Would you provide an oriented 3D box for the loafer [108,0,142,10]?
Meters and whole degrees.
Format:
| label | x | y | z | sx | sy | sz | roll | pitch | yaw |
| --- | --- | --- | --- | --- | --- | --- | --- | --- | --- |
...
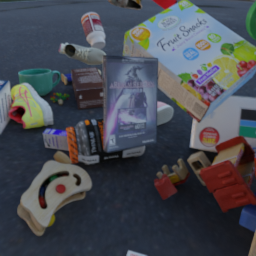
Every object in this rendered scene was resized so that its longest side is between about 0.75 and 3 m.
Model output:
| label | x | y | z | sx | sy | sz | roll | pitch | yaw |
| --- | --- | --- | --- | --- | --- | --- | --- | --- | --- |
| loafer | -0.084 | -5.409 | 11.977 | 1.740 | 0.626 | 0.547 | -11 | 45 | -46 |

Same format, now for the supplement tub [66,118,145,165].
| label | x | y | z | sx | sy | sz | roll | pitch | yaw |
| --- | --- | --- | --- | --- | --- | --- | --- | --- | --- |
| supplement tub | -0.685 | 0.358 | 8.331 | 2.169 | 1.329 | 1.329 | -10 | 32 | -14 |

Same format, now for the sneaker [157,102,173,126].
| label | x | y | z | sx | sy | sz | roll | pitch | yaw |
| --- | --- | --- | --- | --- | --- | --- | --- | --- | --- |
| sneaker | 0.422 | -0.508 | 10.228 | 2.342 | 0.882 | 1.224 | -17 | 35 | -34 |

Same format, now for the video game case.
| label | x | y | z | sx | sy | sz | roll | pitch | yaw |
| --- | --- | --- | --- | --- | --- | --- | --- | --- | --- |
| video game case | 0.066 | -0.443 | 5.078 | 1.177 | 1.648 | 0.156 | -8 | 14 | -37 |

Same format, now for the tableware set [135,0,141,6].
| label | x | y | z | sx | sy | sz | roll | pitch | yaw |
| --- | --- | --- | --- | --- | --- | --- | --- | --- | --- |
| tableware set | 0.215 | -5.409 | 10.984 | 0.194 | 0.853 | 1.267 | -34 | 68 | -2 |

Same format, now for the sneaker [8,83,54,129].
| label | x | y | z | sx | sy | sz | roll | pitch | yaw |
| --- | --- | --- | --- | --- | --- | --- | --- | --- | --- |
| sneaker | -3.976 | -0.833 | 10.556 | 1.286 | 1.113 | 2.849 | -25 | 40 | -31 |

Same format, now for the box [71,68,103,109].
| label | x | y | z | sx | sy | sz | roll | pitch | yaw |
| --- | --- | --- | --- | --- | --- | --- | --- | --- | --- |
| box | -1.750 | -1.810 | 12.343 | 1.271 | 0.951 | 2.538 | -7 | 30 | -12 |

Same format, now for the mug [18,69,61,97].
| label | x | y | z | sx | sy | sz | roll | pitch | yaw |
| --- | --- | --- | --- | --- | --- | --- | --- | --- | --- |
| mug | -3.918 | -1.980 | 12.414 | 1.667 | 1.031 | 1.370 | 0 | 23 | 0 |

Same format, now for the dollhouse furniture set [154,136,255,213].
| label | x | y | z | sx | sy | sz | roll | pitch | yaw |
| --- | --- | --- | --- | --- | --- | --- | --- | --- | --- |
| dollhouse furniture set | 1.708 | 1.251 | 6.516 | 2.487 | 1.011 | 1.338 | -31 | 4 | 41 |

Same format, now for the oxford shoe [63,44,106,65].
| label | x | y | z | sx | sy | sz | roll | pitch | yaw |
| --- | --- | --- | --- | --- | --- | --- | --- | --- | --- |
| oxford shoe | -0.996 | -1.654 | 6.291 | 1.021 | 0.384 | 0.295 | 15 | 11 | 4 |

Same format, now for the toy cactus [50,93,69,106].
| label | x | y | z | sx | sy | sz | roll | pitch | yaw |
| --- | --- | --- | --- | --- | --- | --- | --- | --- | --- |
| toy cactus | -2.906 | -1.198 | 11.946 | 0.810 | 0.414 | 0.668 | -4 | 50 | -12 |

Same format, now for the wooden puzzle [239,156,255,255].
| label | x | y | z | sx | sy | sz | roll | pitch | yaw |
| --- | --- | --- | --- | --- | --- | --- | --- | --- | --- |
| wooden puzzle | 3.066 | 1.023 | 5.727 | 0.680 | 2.938 | 2.722 | 18 | 35 | 39 |

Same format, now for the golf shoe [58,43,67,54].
| label | x | y | z | sx | sy | sz | roll | pitch | yaw |
| --- | --- | --- | --- | --- | --- | --- | --- | --- | --- |
| golf shoe | -2.235 | -2.901 | 10.481 | 0.510 | 0.420 | 1.114 | 19 | 20 | -3 |

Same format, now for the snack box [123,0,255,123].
| label | x | y | z | sx | sy | sz | roll | pitch | yaw |
| --- | --- | --- | --- | --- | --- | --- | --- | --- | --- |
| snack box | 1.515 | -1.720 | 6.723 | 2.184 | 0.876 | 2.590 | -38 | 69 | -24 |

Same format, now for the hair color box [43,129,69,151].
| label | x | y | z | sx | sy | sz | roll | pitch | yaw |
| --- | --- | --- | --- | --- | --- | --- | --- | --- | --- |
| hair color box | -2.173 | 0.391 | 9.013 | 1.040 | 0.569 | 0.337 | 7 | 32 | 10 |

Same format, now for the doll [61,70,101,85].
| label | x | y | z | sx | sy | sz | roll | pitch | yaw |
| --- | --- | --- | --- | --- | --- | --- | --- | --- | --- |
| doll | -2.333 | -2.679 | 14.197 | 2.003 | 0.485 | 1.367 | -15 | 35 | -23 |

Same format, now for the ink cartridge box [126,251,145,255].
| label | x | y | z | sx | sy | sz | roll | pitch | yaw |
| --- | --- | --- | --- | --- | --- | --- | --- | --- | --- |
| ink cartridge box | 0.172 | 2.830 | 5.125 | 0.686 | 0.394 | 0.946 | 10 | 32 | 16 |

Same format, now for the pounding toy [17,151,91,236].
| label | x | y | z | sx | sy | sz | roll | pitch | yaw |
| --- | --- | --- | --- | --- | --- | --- | --- | --- | --- |
| pounding toy | -1.753 | 1.650 | 6.954 | 1.249 | 1.254 | 2.185 | 30 | 43 | -4 |

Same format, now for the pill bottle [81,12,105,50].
| label | x | y | z | sx | sy | sz | roll | pitch | yaw |
| --- | --- | --- | --- | --- | --- | --- | --- | --- | --- |
| pill bottle | -1.449 | -4.087 | 11.906 | 0.802 | 0.802 | 1.419 | -12 | 74 | -19 |

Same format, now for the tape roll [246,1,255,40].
| label | x | y | z | sx | sy | sz | roll | pitch | yaw |
| --- | --- | --- | --- | --- | --- | --- | --- | --- | --- |
| tape roll | 3.085 | -2.338 | 6.010 | 1.026 | 1.026 | 0.247 | 0 | 32 | -1 |

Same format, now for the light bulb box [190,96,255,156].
| label | x | y | z | sx | sy | sz | roll | pitch | yaw |
| --- | --- | --- | --- | --- | --- | --- | --- | --- | --- |
| light bulb box | 2.986 | 0.012 | 7.797 | 2.350 | 1.479 | 2.371 | 7 | -3 | 11 |

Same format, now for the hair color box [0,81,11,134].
| label | x | y | z | sx | sy | sz | roll | pitch | yaw |
| --- | --- | --- | --- | --- | --- | --- | --- | --- | --- |
| hair color box | -4.790 | -0.421 | 9.410 | 0.884 | 1.461 | 2.921 | 4 | 30 | -6 |

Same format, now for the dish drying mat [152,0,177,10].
| label | x | y | z | sx | sy | sz | roll | pitch | yaw |
| --- | --- | --- | --- | --- | --- | --- | --- | --- | --- |
| dish drying mat | 0.989 | -3.841 | 8.307 | 0.120 | 0.506 | 1.318 | -32 | 60 | -18 |
